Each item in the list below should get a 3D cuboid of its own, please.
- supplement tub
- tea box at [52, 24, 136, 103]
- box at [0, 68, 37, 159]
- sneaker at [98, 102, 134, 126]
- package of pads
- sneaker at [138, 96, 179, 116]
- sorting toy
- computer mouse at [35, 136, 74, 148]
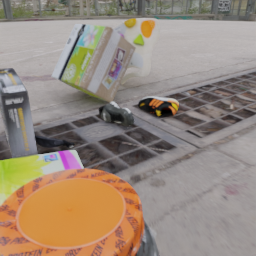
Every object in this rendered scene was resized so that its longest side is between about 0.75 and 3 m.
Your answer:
[{"bbox_3d":[-0.425,1.615,2.562,1.392,2.273,1.392,-1,26,0],"label":"supplement tub"},{"bbox_3d":[-1.316,-2.462,10.529,2.249,2.286,1.528,23,-1,42],"label":"tea box"},{"bbox_3d":[-2.878,-0.333,7.097,0.569,1.864,2.354,-13,28,-24],"label":"box"},{"bbox_3d":[-0.435,-0.380,8.768,0.740,0.544,1.636,-16,26,-25],"label":"sneaker"},{"bbox_3d":[-1.542,1.217,5.126,1.634,0.721,2.115,-8,26,-22],"label":"package of pads"},{"bbox_3d":[0.950,-0.680,9.380,1.422,0.497,0.640,4,42,22],"label":"sneaker"},{"bbox_3d":[0.077,-3.187,12.085,2.613,2.352,1.396,-11,-3,41],"label":"sorting toy"},{"bbox_3d":[-1.890,0.396,7.044,0.961,0.253,0.666,13,-3,-35],"label":"computer mouse"}]
